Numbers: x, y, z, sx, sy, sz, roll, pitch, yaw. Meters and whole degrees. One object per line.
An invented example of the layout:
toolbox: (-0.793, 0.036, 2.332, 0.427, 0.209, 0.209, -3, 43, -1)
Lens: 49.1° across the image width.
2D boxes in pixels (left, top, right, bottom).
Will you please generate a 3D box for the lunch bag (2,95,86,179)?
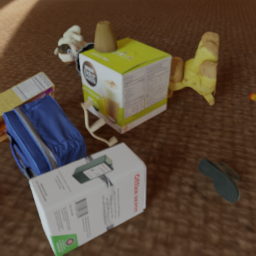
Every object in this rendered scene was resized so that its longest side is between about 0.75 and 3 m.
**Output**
lunch bag: (-2.449, 0.530, 8.119, 1.718, 1.764, 2.597, -28, 59, -25)

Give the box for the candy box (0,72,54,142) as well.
candy box: (-3.827, -0.620, 9.585, 2.711, 1.581, 0.765, -36, 76, -29)

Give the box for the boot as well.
boot: (2.834, 1.415, 7.906, 1.076, 0.558, 1.647, 8, 27, -28)

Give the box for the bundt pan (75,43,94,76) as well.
bundt pan: (-1.548, -3.146, 13.173, 1.845, 1.845, 0.692, -5, 28, -7)

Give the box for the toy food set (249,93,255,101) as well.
toy food set: (6.336, -1.942, 11.541, 1.256, 2.631, 1.184, 18, 16, -45)

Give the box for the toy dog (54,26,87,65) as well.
toy dog: (-3.141, -4.295, 14.957, 2.022, 1.455, 2.085, -13, 38, 4)

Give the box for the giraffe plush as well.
giraffe plush: (2.412, -2.286, 11.368, 2.270, 2.799, 2.415, 4, 52, 16)

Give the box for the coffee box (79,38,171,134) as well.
coffee box: (-0.122, -1.727, 10.719, 2.442, 2.414, 2.438, -29, 46, -32)

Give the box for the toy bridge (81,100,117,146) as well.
toy bridge: (-0.858, -0.064, 7.558, 0.502, 1.492, 0.203, -36, 28, -7)

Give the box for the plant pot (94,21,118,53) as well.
plant pot: (-0.832, -3.274, 10.008, 0.869, 0.932, 0.869, -2, 38, 2)

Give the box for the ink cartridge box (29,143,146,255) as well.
ink cartridge box: (-0.864, 1.687, 6.792, 2.476, 1.807, 1.041, -20, 41, -26)
